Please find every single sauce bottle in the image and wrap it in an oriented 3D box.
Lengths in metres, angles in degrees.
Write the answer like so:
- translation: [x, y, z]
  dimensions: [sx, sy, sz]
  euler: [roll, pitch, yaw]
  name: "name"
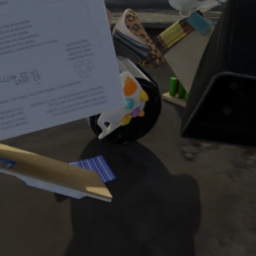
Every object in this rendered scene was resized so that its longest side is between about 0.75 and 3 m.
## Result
- translation: [1.379, -2.600, 7.369]
  dimensions: [1.264, 0.417, 0.417]
  euler: [-32, 25, 15]
  name: "sauce bottle"

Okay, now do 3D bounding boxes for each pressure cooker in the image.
- translation: [-0.436, -1.024, 8.338]
  dimensions: [2.228, 2.194, 2.495]
  euler: [27, 19, -41]
  name: "pressure cooker"

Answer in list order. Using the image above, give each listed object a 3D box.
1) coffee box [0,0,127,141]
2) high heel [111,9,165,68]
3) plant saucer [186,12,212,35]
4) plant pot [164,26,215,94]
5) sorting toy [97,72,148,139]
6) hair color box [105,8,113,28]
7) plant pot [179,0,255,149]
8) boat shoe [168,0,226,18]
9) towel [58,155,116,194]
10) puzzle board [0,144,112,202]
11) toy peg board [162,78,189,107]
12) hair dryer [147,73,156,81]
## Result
- translation: [-1.170, -0.953, 3.270]
  dimensions: [1.803, 1.806, 1.786]
  euler: [-15, 11, -7]
  name: "coffee box"
- translation: [0.463, -3.159, 10.012]
  dimensions: [1.996, 1.000, 2.801]
  euler: [30, 37, -16]
  name: "high heel"
- translation: [1.670, -2.525, 6.698]
  dimensions: [0.083, 0.305, 0.874]
  euler: [25, 27, -37]
  name: "plant saucer"
- translation: [2.098, -1.727, 7.145]
  dimensions: [1.484, 1.315, 1.486]
  euler: [2, 51, -38]
  name: "plant pot"
- translation: [-0.201, -0.265, 5.233]
  dimensions: [0.615, 1.151, 1.036]
  euler: [39, 67, 14]
  name: "sorting toy"
- translation: [-1.472, -2.879, 6.927]
  dimensions: [0.763, 1.324, 2.387]
  euler: [3, -14, 35]
  name: "hair color box"
- translation: [2.323, -1.003, 4.911]
  dimensions: [2.318, 2.323, 2.061]
  euler: [8, 68, 0]
  name: "plant pot"
- translation: [1.859, -3.541, 7.615]
  dimensions: [1.171, 1.014, 2.746]
  euler: [-29, 6, 42]
  name: "boat shoe"
- translation: [-1.132, 1.111, 6.879]
  dimensions: [1.414, 0.169, 1.024]
  euler: [-12, 31, -21]
  name: "towel"
- translation: [-1.406, 0.573, 4.040]
  dimensions: [2.186, 0.190, 1.647]
  euler: [18, -2, -13]
  name: "puzzle board"
- translation: [2.581, -1.524, 11.027]
  dimensions: [1.748, 0.858, 1.755]
  euler: [-23, 36, -35]
  name: "toy peg board"
- translation: [-0.029, -2.257, 12.832]
  dimensions: [2.366, 0.643, 1.802]
  euler: [19, 25, 11]
  name: "hair dryer"
